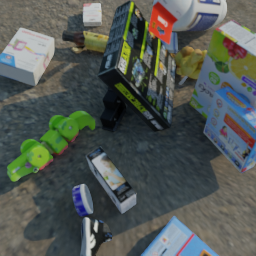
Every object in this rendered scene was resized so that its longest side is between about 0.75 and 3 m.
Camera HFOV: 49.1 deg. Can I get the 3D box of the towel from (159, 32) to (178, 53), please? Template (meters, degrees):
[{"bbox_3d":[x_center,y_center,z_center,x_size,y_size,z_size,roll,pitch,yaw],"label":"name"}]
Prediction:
[{"bbox_3d":[1.169,-3.433,11.077,1.578,0.188,1.159,5,57,3],"label":"towel"}]

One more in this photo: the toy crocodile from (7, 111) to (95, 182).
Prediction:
[{"bbox_3d":[-2.227,0.466,8.193,2.933,0.906,0.990,-45,31,-23],"label":"toy crocodile"}]

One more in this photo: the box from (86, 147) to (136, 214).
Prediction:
[{"bbox_3d":[-0.452,1.396,7.513,0.490,0.951,1.630,-32,64,-16],"label":"box"}]

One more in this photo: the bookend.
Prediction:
[{"bbox_3d":[-0.517,-0.574,8.719,0.452,0.981,0.975,14,58,21],"label":"bookend"}]

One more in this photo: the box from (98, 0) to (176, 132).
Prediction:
[{"bbox_3d":[0.472,-1.844,8.562,0.705,2.867,2.968,-17,49,35],"label":"box"}]

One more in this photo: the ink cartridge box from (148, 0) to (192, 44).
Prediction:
[{"bbox_3d":[1.247,-3.401,7.749,0.442,1.497,1.870,17,98,29],"label":"ink cartridge box"}]

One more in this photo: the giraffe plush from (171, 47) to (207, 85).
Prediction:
[{"bbox_3d":[2.151,-2.384,10.011,1.423,1.228,1.154,-37,46,18],"label":"giraffe plush"}]

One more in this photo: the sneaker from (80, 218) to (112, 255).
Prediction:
[{"bbox_3d":[-0.714,2.761,6.651,0.734,0.480,1.313,14,40,-19],"label":"sneaker"}]

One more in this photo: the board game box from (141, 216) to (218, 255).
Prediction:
[{"bbox_3d":[1.445,3.759,6.216,2.822,0.516,2.135,39,65,22],"label":"board game box"}]

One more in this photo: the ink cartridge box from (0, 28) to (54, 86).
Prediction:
[{"bbox_3d":[-3.606,-2.587,10.063,1.330,0.779,1.841,17,57,-2],"label":"ink cartridge box"}]

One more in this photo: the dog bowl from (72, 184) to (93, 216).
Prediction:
[{"bbox_3d":[-1.166,1.863,7.238,0.307,0.779,0.779,-18,58,-1],"label":"dog bowl"}]

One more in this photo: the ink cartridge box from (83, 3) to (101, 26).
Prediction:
[{"bbox_3d":[-1.495,-4.666,11.729,0.733,0.425,1.259,-2,56,-2],"label":"ink cartridge box"}]

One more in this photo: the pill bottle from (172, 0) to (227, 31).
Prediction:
[{"bbox_3d":[2.493,-4.444,10.435,2.861,1.588,1.588,-19,55,-44],"label":"pill bottle"}]

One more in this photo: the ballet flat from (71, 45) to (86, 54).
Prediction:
[{"bbox_3d":[-1.738,-2.830,10.000,0.313,0.216,0.930,41,30,3],"label":"ballet flat"}]

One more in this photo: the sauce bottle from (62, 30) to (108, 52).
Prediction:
[{"bbox_3d":[-1.523,-3.328,10.660,1.946,0.642,0.642,13,58,1],"label":"sauce bottle"}]

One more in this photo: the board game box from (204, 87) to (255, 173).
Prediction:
[{"bbox_3d":[2.853,0.049,7.520,0.472,1.653,1.688,-21,51,-17],"label":"board game box"}]

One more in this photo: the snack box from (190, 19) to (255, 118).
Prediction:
[{"bbox_3d":[3.034,-1.137,7.903,0.793,2.993,2.128,-33,63,-21],"label":"snack box"}]
